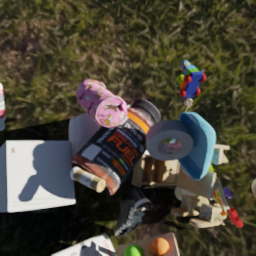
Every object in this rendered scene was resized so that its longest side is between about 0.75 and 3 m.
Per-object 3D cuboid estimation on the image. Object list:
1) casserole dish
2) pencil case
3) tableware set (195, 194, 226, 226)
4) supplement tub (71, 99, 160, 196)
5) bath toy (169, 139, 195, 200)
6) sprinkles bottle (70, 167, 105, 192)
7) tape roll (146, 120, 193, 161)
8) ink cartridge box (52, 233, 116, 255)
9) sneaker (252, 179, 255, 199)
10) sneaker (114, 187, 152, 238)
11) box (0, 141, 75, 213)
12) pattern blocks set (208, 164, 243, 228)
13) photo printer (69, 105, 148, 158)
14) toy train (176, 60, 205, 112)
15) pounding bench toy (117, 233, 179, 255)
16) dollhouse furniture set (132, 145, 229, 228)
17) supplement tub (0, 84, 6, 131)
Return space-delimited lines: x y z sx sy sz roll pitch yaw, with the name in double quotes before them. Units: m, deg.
"casserole dish" 1.539 0.409 6.450 0.353 1.818 1.101 -18 44 -19
"pencil case" -0.730 -0.669 7.232 0.818 1.977 0.855 21 103 -30
"tableware set" 2.417 2.378 8.359 1.074 0.215 0.710 29 49 3
"supplement tub" -0.203 0.389 7.315 1.359 1.359 2.541 35 66 10
"bath toy" 1.772 1.257 8.554 0.700 0.824 1.895 2 76 -23
"sprinkles bottle" -0.898 1.131 6.144 0.832 0.284 0.284 18 72 33
"tape roll" 0.958 0.313 6.592 1.083 1.083 0.358 -1 44 0
"ink cartridge box" -1.129 3.718 6.824 0.927 2.158 1.580 -36 69 21
"sneaker" 3.530 1.577 6.899 0.737 1.973 0.809 -4 51 14
"sneaker" 0.010 2.337 7.841 0.619 1.863 0.843 -1 43 -34
"box" -2.438 1.264 7.310 1.673 1.440 1.681 2 73 -33
"pattern blocks set" 2.366 1.692 7.695 0.162 1.997 1.755 -22 94 -4
"photo printer" -0.586 0.380 8.402 2.283 0.793 1.899 -12 82 -19
"toy train" 1.567 -1.142 7.745 0.558 1.319 0.763 -9 49 -19
"pounding bench toy" 0.616 3.411 6.753 1.427 2.298 1.792 -17 108 5
"dollhouse furniture set" 1.274 1.274 7.348 1.389 2.135 1.961 6 91 -31
"supplement tub" -3.936 -0.582 7.767 0.935 0.935 1.332 3 112 1
